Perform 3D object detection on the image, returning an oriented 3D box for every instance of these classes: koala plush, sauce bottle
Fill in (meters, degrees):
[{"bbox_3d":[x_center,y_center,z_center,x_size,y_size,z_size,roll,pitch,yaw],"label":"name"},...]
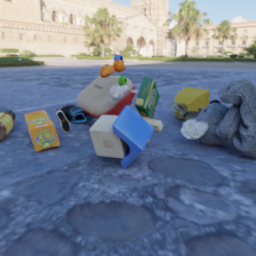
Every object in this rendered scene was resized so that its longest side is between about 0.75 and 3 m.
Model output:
[{"bbox_3d":[3.146,-0.101,9.014,2.285,2.368,2.576,-2,-8,-43],"label":"koala plush"},{"bbox_3d":[-4.801,-0.153,10.688,0.843,0.843,2.555,-2,14,-8],"label":"sauce bottle"}]

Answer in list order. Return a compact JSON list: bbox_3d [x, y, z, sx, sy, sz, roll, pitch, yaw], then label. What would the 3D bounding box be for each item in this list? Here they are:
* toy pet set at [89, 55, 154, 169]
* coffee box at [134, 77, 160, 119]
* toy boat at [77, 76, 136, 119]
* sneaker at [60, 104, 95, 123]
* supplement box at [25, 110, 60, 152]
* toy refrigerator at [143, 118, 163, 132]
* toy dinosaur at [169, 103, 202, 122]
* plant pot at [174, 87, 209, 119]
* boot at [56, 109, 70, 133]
[{"bbox_3d":[0.115,-0.385,8.139,1.511,2.846,2.657,3,35,24],"label":"toy pet set"},{"bbox_3d":[0.844,-1.160,11.849,0.467,1.306,2.124,16,-10,16],"label":"coffee box"},{"bbox_3d":[-0.687,-0.928,11.036,1.882,1.886,2.885,-43,32,-12],"label":"toy boat"},{"bbox_3d":[-2.394,-0.604,12.375,1.955,0.716,0.801,1,24,28],"label":"sneaker"},{"bbox_3d":[-3.075,0.035,9.852,0.817,0.845,2.457,-15,22,-21],"label":"supplement box"},{"bbox_3d":[0.923,-0.151,11.282,0.918,0.348,0.321,12,55,36],"label":"toy refrigerator"},{"bbox_3d":[2.802,-0.325,11.386,1.176,0.885,2.299,-12,29,-28],"label":"toy dinosaur"},{"bbox_3d":[2.827,-0.996,12.936,1.329,1.338,1.369,15,34,43],"label":"plant pot"},{"bbox_3d":[-2.530,-0.292,10.917,0.340,0.939,0.677,-24,20,-11],"label":"boot"}]
